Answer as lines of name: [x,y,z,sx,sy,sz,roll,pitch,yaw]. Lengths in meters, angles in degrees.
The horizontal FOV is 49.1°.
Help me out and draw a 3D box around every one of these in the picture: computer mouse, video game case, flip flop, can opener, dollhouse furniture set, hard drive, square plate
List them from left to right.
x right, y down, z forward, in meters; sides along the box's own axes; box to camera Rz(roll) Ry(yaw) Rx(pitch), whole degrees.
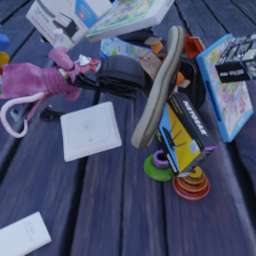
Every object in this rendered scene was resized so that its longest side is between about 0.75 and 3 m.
hard drive: [-2.447,2.480,6.233,1.219,0.163,0.804,-22,45,-24]
can opener: [-2.388,-0.478,9.637,1.375,0.541,0.436,7,2,4]
square plate: [-0.941,0.020,6.665,1.358,0.193,1.345,-17,54,2]
computer mouse: [-0.380,-0.778,3.945,1.219,0.400,1.736,12,-2,-3]
video game case: [0.227,-3.285,7.570,2.444,0.270,2.225,2,51,42]
flip flop: [0.505,-0.955,5.616,0.857,1.207,2.976,17,64,11]
dollhouse furniture set: [1.169,-1.733,7.322,1.532,1.549,0.798,-45,30,-7]
video game case: [3.132,-1.263,8.807,0.252,2.830,2.025,-3,28,47]

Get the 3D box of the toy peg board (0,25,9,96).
toy peg board: [-3.890,-2.143,7.368,1.189,2.421,2.431,-11,57,-48]

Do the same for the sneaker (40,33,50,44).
sneaker: [-2.453,-3.437,9.717,1.616,0.645,1.052,-21,19,31]

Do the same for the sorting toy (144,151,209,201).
sorting toy: [1.346,1.022,7.464,1.951,0.801,1.173,32,50,33]

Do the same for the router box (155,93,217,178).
router box: [1.092,0.141,5.856,0.366,1.069,1.434,2,49,-32]

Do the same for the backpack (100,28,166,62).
backpack: [0.200,-2.917,11.101,2.539,1.866,2.324,-5,37,-38]

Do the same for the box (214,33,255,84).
box: [2.101,-1.248,4.934,0.782,0.411,0.955,0,42,45]

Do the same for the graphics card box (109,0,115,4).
graphics card box: [-0.450,-4.332,9.056,0.297,0.732,1.167,25,62,40]

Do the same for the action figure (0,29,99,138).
action figure: [-1.402,-0.877,5.061,1.886,1.264,1.405,-17,37,5]

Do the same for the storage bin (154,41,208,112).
storage bin: [1.663,-1.537,9.212,1.571,2.324,1.089,24,55,29]

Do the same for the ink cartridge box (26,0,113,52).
ink cartridge box: [-1.496,-2.874,6.921,1.865,1.353,0.781,-22,27,49]
